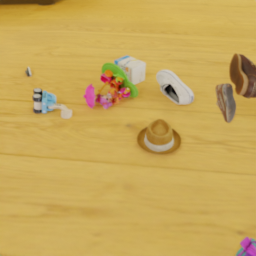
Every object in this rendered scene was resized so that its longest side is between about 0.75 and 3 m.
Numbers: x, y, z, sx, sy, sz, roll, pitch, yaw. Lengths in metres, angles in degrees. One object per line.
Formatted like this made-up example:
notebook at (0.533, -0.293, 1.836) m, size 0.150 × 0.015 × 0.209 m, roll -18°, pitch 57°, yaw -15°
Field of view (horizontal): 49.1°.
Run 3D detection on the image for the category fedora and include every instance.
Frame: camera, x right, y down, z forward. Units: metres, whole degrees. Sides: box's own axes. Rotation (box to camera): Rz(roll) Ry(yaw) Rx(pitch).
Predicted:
fedora at (1.144, 0.217, 10.256) m, size 1.782 × 0.727 × 1.782 m, roll 0°, pitch 36°, yaw 0°

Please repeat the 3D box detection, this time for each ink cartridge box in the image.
ink cartridge box at (0.083, -2.934, 14.282) m, size 1.334 × 0.982 × 0.965 m, roll 31°, pitch 46°, yaw 34°

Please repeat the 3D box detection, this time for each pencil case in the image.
pencil case at (3.297, 3.390, 5.631) m, size 1.044 × 1.134 × 2.454 m, roll -33°, pitch 46°, yaw -27°

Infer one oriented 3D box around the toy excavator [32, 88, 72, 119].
toy excavator at (-3.240, -0.994, 11.953) m, size 1.606 × 0.802 × 1.562 m, roll 0°, pitch 37°, yaw -15°

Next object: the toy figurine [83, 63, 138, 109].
toy figurine at (-0.957, -1.527, 12.420) m, size 2.163 × 1.624 × 1.991 m, roll 38°, pitch 61°, yaw 8°

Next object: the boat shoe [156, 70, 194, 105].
boat shoe at (1.924, -1.915, 12.939) m, size 0.852 × 0.959 × 2.607 m, roll -14°, pitch 38°, yaw -25°

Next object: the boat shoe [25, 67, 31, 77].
boat shoe at (-5.362, -3.000, 14.952) m, size 0.266 × 0.295 × 0.835 m, roll -13°, pitch 40°, yaw -19°

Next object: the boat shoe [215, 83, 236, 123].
boat shoe at (3.777, -0.982, 10.937) m, size 0.634 × 1.673 × 0.601 m, roll -33°, pitch 30°, yaw -31°

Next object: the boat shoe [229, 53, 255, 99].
boat shoe at (4.300, -1.868, 10.147) m, size 0.927 × 0.928 × 2.636 m, roll 9°, pitch 42°, yaw 2°
